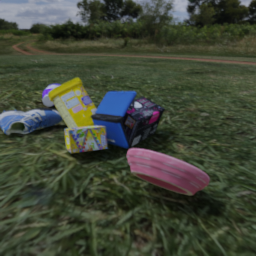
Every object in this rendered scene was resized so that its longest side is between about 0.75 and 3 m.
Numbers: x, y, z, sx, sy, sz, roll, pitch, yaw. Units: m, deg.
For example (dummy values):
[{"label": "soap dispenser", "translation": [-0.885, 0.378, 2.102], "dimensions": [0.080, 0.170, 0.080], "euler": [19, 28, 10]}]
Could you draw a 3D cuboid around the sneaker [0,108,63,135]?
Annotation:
[{"label": "sneaker", "translation": [-3.879, -0.184, 11.388], "dimensions": [2.512, 0.951, 0.968], "euler": [-9, 44, -23]}]

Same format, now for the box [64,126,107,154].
[{"label": "box", "translation": [-1.413, 0.351, 9.184], "dimensions": [1.168, 0.739, 1.212], "euler": [-6, 3, -20]}]

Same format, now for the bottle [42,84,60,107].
[{"label": "bottle", "translation": [-4.199, -1.814, 15.701], "dimensions": [1.100, 0.860, 2.635], "euler": [-1, 20, -4]}]

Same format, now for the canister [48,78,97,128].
[{"label": "canister", "translation": [-2.051, -0.806, 10.960], "dimensions": [1.406, 1.894, 0.820], "euler": [-31, -2, -21]}]

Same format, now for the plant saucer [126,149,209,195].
[{"label": "plant saucer", "translation": [0.872, 1.109, 6.701], "dimensions": [2.041, 0.517, 2.041], "euler": [21, -15, 6]}]

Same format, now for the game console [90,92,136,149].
[{"label": "game console", "translation": [-0.367, -0.319, 9.678], "dimensions": [1.096, 1.581, 1.852], "euler": [-31, 22, -28]}]

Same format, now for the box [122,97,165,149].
[{"label": "box", "translation": [0.292, -0.245, 10.382], "dimensions": [1.090, 1.255, 1.900], "euler": [34, 33, 22]}]
